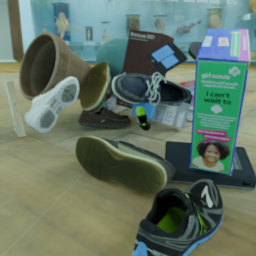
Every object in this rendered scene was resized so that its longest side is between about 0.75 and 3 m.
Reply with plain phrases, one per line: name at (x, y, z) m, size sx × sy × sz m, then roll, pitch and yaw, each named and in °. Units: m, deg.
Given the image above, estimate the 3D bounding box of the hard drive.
hard drive at (1.785, 0.796, 6.439) m, size 1.902 × 0.313 × 1.327 m, roll 5°, pitch 29°, yaw 7°

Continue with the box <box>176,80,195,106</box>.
box at (2.736, -1.438, 11.610) m, size 1.676 × 0.860 × 0.793 m, roll -5°, pitch -18°, yaw 35°

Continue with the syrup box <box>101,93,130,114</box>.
syrup box at (-0.402, -1.260, 11.839) m, size 0.893 × 0.924 × 2.269 m, roll 40°, pitch 30°, yaw 11°

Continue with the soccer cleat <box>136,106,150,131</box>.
soccer cleat at (0.464, -0.189, 8.662) m, size 0.384 × 1.137 × 0.461 m, roll -14°, pitch 51°, yaw 7°

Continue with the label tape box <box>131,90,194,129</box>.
label tape box at (1.153, -0.817, 9.339) m, size 1.821 × 1.305 × 0.602 m, roll 13°, pitch 4°, yaw -21°

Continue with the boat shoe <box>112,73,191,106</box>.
boat shoe at (0.750, -1.073, 8.151) m, size 2.533 × 0.948 × 0.783 m, roll 12°, pitch -8°, yaw -32°

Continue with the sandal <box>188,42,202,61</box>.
sandal at (3.043, -2.212, 10.042) m, size 0.919 × 0.517 × 2.416 m, roll -34°, pitch 69°, yaw -28°

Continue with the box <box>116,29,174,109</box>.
box at (0.591, -1.999, 10.095) m, size 1.385 × 2.765 × 1.036 m, roll 17°, pitch 12°, yaw 27°

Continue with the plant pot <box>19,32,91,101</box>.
plant pot at (-2.470, -2.004, 10.498) m, size 2.504 × 2.504 × 2.184 m, roll 17°, pitch 3°, yaw 43°

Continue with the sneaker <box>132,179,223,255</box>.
sneaker at (0.891, 1.294, 4.306) m, size 0.776 × 0.906 × 2.188 m, roll 16°, pitch 23°, yaw 37°

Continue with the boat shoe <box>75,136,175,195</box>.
boat shoe at (-0.134, 0.758, 6.232) m, size 2.526 × 0.903 × 0.830 m, roll 15°, pitch 13°, yaw 38°

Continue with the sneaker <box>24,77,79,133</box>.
sneaker at (-1.972, -0.709, 7.067) m, size 0.873 × 0.684 × 1.757 m, roll 18°, pitch 56°, yaw 31°

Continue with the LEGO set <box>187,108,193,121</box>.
LEGO set at (3.124, -0.885, 11.670) m, size 2.534 × 0.622 × 1.893 m, roll -9°, pitch 17°, yaw -19°

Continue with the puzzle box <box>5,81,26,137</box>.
puzzle box at (-3.567, -0.611, 8.815) m, size 0.218 × 1.716 × 1.141 m, roll -14°, pitch 13°, yaw -24°

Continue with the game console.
game console at (1.203, -2.219, 8.891) m, size 1.046 × 0.162 × 0.925 m, roll -32°, pitch 61°, yaw -6°

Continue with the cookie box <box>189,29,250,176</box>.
cookie box at (1.895, -0.609, 5.826) m, size 0.896 × 2.385 × 2.040 m, roll 7°, pitch 34°, yaw 19°

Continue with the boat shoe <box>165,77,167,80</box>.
boat shoe at (1.167, -1.521, 11.430) m, size 1.001 × 0.948 × 2.863 m, roll 32°, pitch 33°, yaw -46°

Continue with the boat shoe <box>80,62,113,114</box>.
boat shoe at (-0.915, -1.310, 9.572) m, size 1.014 × 0.898 × 2.770 m, roll -19°, pitch 36°, yaw 21°

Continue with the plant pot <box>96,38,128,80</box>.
plant pot at (-0.337, -2.703, 11.375) m, size 1.584 × 1.974 × 1.974 m, roll 14°, pitch 22°, yaw 23°

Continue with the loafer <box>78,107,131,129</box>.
loafer at (-0.771, -0.376, 9.762) m, size 1.882 × 0.668 × 0.687 m, roll 0°, pitch 16°, yaw -21°
